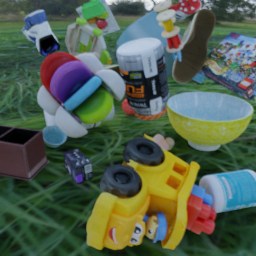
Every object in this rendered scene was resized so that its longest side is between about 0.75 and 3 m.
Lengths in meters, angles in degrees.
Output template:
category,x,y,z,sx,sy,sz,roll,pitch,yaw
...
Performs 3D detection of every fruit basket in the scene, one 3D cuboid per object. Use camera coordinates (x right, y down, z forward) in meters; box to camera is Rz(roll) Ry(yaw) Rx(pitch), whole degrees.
category,x,y,z,sx,sy,sz,roll,pitch,yaw
fruit basket,-1.284,-4.733,12.135,1.406,1.518,0.712,-11,52,24

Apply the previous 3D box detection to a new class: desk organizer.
category,x,y,z,sx,sy,sz,roll,pitch,yaw
desk organizer,-4.101,0.630,8.639,2.990,1.151,1.072,7,26,14

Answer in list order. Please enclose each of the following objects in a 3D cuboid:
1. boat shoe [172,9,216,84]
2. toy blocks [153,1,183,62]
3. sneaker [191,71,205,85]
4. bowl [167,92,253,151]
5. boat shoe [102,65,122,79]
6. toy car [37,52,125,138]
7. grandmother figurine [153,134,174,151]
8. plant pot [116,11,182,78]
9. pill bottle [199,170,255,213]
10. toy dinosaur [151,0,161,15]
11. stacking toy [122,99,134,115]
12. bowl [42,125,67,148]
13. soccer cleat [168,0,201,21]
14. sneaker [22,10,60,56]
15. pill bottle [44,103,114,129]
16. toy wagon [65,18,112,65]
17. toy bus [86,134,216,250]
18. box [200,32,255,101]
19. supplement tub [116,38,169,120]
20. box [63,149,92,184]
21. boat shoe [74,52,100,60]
category,x,y,z,sx,sy,sz,roll,pitch,yaw
boat shoe,2.268,-2.851,10.113,1.025,2.842,0.923,22,-7,-11
toy blocks,1.125,-2.520,7.457,0.484,1.333,1.111,-17,42,12
sneaker,2.767,-3.079,12.351,1.109,1.336,2.798,16,31,-39
bowl,2.735,-0.123,9.781,2.844,1.530,2.844,-1,25,0
boat shoe,-1.234,-1.624,9.050,0.896,1.039,2.849,19,28,40
toy car,-1.227,-0.960,6.360,1.786,1.530,2.041,-43,57,-6
grandmother figurine,0.571,0.825,8.890,1.311,0.655,2.162,5,21,34
plant pot,0.724,-3.154,11.829,2.152,2.112,2.107,-29,61,-13
pill bottle,2.694,1.549,6.992,1.643,0.910,0.910,-6,26,-12
toy dinosaur,1.185,-4.914,11.367,0.223,0.940,0.414,-38,25,-24
stacking toy,0.528,-1.439,13.202,1.169,1.169,2.739,14,33,26
bowl,-2.615,0.361,9.836,0.838,0.438,0.838,13,50,-15
soccer cleat,2.239,-4.790,11.523,1.921,0.659,0.818,4,-7,45
sneaker,-3.199,-3.240,10.312,0.934,1.335,2.311,-27,10,-15
pill bottle,-1.891,-0.615,10.968,2.523,1.417,1.417,-13,28,-26
toy wagon,-1.548,-3.198,11.294,2.311,1.793,0.457,35,41,10
toy bus,0.671,1.699,6.117,2.505,1.770,2.609,25,34,13
box,3.694,-2.119,9.212,1.762,0.486,2.579,-44,36,4
supplement tub,0.466,-1.302,7.698,1.234,2.014,1.234,-10,33,7
box,-1.494,1.110,8.288,0.512,0.590,0.965,-15,30,-30
boat shoe,-1.649,-2.541,10.649,0.612,0.679,1.883,-34,21,-22
